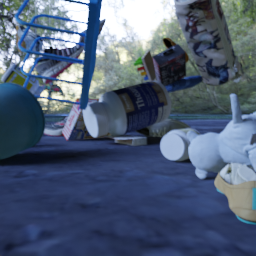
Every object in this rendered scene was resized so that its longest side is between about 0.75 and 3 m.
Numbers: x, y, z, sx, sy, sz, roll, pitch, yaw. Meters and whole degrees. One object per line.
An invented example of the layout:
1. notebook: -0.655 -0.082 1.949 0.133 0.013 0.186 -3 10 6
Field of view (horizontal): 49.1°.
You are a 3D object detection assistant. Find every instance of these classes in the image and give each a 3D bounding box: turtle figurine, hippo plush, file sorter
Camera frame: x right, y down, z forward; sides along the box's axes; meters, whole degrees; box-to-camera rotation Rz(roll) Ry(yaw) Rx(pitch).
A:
1. turtle figurine: -2.567 -1.308 9.820 0.979 0.493 0.733 31 26 35
2. hippo plush: 1.528 0.419 4.052 1.503 1.197 1.208 7 -29 -46
3. file sorter: -1.693 -2.335 7.158 1.821 2.968 2.060 9 46 -6

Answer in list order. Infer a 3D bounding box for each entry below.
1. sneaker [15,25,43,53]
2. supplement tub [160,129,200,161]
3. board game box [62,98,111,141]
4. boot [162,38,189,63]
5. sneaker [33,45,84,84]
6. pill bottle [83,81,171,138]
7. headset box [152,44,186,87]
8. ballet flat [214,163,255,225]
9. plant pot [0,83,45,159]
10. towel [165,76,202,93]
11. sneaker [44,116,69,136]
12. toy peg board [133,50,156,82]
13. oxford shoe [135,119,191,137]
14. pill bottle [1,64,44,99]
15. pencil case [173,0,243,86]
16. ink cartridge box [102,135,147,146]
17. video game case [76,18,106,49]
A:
1. sneaker: -3.321 -2.920 9.379 0.799 0.689 1.822 -3 36 -28
2. supplement tub: 1.120 0.347 5.828 0.633 0.633 0.873 3 5 38
3. board game box: -1.122 -0.284 9.546 1.903 1.442 0.441 -3 43 -45
4. boot: 1.946 -3.185 11.615 0.491 1.396 0.999 -45 2 23
5. sneaker: -3.076 -3.194 12.452 2.842 1.243 1.048 -50 11 -32
6. pill bottle: -0.041 -0.554 8.660 2.507 1.391 1.391 -18 12 -26
7. headset box: 1.668 -2.507 11.229 1.179 0.595 1.587 -27 -32 -2
8. ballet flat: 1.301 0.626 3.202 0.490 0.450 1.427 0 4 7
9. plant pot: -2.773 -0.005 5.718 1.578 1.578 1.483 1 19 14
10. towel: 2.473 -2.011 12.657 1.709 0.415 0.954 -15 -6 -29
11. sneaker: -2.414 -0.089 10.796 2.165 0.808 0.873 1 4 20
12. toy peg board: 0.828 -2.911 13.583 0.625 1.273 1.278 -11 27 25
13. oxford shoe: 1.206 0.071 10.253 2.238 0.841 0.646 10 49 23
14. pill bottle: -3.327 -1.417 8.953 1.212 0.681 0.681 37 -12 -22
15. pencil case: 2.086 -2.384 7.162 1.238 2.768 1.077 16 59 47
16. ink cartridge box: -0.125 0.373 8.344 0.933 0.234 1.075 -3 5 -31
17. video game case: -1.302 -3.322 9.844 1.105 0.127 1.007 -39 2 -21
